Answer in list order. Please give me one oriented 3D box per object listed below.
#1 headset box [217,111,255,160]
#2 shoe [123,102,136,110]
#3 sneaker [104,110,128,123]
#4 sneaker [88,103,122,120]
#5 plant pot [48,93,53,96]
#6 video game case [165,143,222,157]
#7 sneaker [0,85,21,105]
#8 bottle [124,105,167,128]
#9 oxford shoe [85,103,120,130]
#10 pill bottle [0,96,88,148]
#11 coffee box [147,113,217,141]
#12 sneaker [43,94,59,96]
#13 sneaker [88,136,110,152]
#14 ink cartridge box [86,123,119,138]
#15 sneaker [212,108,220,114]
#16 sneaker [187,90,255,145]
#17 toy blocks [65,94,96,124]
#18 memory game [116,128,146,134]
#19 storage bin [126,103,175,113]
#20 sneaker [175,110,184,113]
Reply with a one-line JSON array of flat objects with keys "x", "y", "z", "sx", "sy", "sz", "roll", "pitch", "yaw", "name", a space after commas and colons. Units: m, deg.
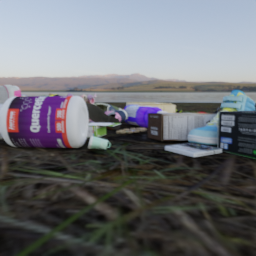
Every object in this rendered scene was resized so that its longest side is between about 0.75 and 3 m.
[{"x": 3.509, "y": 0.104, "z": 6.442, "sx": 2.127, "sy": 0.987, "sz": 1.852, "roll": -3, "pitch": 7, "yaw": -28, "name": "headset box"}, {"x": 0.163, "y": -1.368, "z": 19.436, "sx": 1.800, "sy": 0.819, "sz": 0.643, "roll": 0, "pitch": 7, "yaw": -2, "name": "shoe"}, {"x": -0.851, "y": -0.386, "z": 11.664, "sx": 1.733, "sy": 0.608, "sz": 0.711, "roll": -14, "pitch": 8, "yaw": 41, "name": "sneaker"}, {"x": -1.615, "y": -0.836, "z": 13.565, "sx": 2.789, "sy": 0.935, "sz": 1.252, "roll": 7, "pitch": -5, "yaw": 32, "name": "sneaker"}, {"x": -3.195, "y": -0.669, "z": 11.734, "sx": 0.675, "sy": 1.463, "sz": 1.463, "roll": 18, "pitch": 4, "yaw": -10, "name": "plant pot"}, {"x": 1.542, "y": 0.522, "z": 6.695, "sx": 0.909, "sy": 0.117, "sz": 1.000, "roll": -5, "pitch": 7, "yaw": -31, "name": "video game case"}, {"x": -4.403, "y": -0.500, "z": 8.129, "sx": 2.978, "sy": 1.211, "sz": 1.314, "roll": -17, "pitch": -11, "yaw": 22, "name": "sneaker"}, {"x": 0.744, "y": -0.449, "z": 11.422, "sx": 1.117, "sy": 0.873, "sz": 2.674, "roll": 6, "pitch": 4, "yaw": -25, "name": "bottle"}, {"x": -1.133, "y": -0.356, "z": 10.568, "sx": 1.712, "sy": 0.611, "sz": 0.610, "roll": 32, "pitch": -25, "yaw": -30, "name": "oxford shoe"}, {"x": -2.276, "y": -0.152, "z": 7.172, "sx": 2.347, "sy": 1.320, "sz": 1.320, "roll": 0, "pitch": 7, "yaw": 5, "name": "pill bottle"}, {"x": 1.671, "y": -0.055, "z": 8.374, "sx": 1.960, "sy": 0.781, "sz": 1.121, "roll": -1, "pitch": 3, "yaw": -17, "name": "coffee box"}, {"x": -3.480, "y": -0.492, "z": 9.867, "sx": 1.120, "sy": 1.025, "sz": 2.628, "roll": 4, "pitch": 20, "yaw": 32, "name": "sneaker"}, {"x": -0.716, "y": 0.416, "z": 6.951, "sx": 0.516, "sy": 0.322, "sz": 0.875, "roll": 14, "pitch": -3, "yaw": -7, "name": "sneaker"}, {"x": -0.858, "y": 0.073, "z": 9.056, "sx": 1.094, "sy": 0.414, "sz": 0.809, "roll": 2, "pitch": 6, "yaw": 17, "name": "ink cartridge box"}, {"x": 3.467, "y": -0.324, "z": 10.496, "sx": 1.247, "sy": 0.873, "sz": 0.485, "roll": -2, "pitch": 6, "yaw": -14, "name": "sneaker"}, {"x": 2.555, "y": -0.292, "z": 7.624, "sx": 2.231, "sy": 1.456, "sz": 0.887, "roll": -4, "pitch": 4, "yaw": -26, "name": "sneaker"}, {"x": -1.871, "y": -0.759, "z": 11.470, "sx": 1.193, "sy": 1.325, "sz": 1.418, "roll": 0, "pitch": -9, "yaw": 37, "name": "toy blocks"}, {"x": 0.110, "y": 0.095, "z": 9.955, "sx": 1.130, "sy": 0.072, "sz": 1.130, "roll": -5, "pitch": 4, "yaw": 0, "name": "memory game"}, {"x": 1.089, "y": -0.811, "z": 14.355, "sx": 2.023, "sy": 0.955, "sz": 2.038, "roll": -2, "pitch": 7, "yaw": -18, "name": "storage bin"}, {"x": 2.350, "y": -0.781, "z": 15.880, "sx": 1.697, "sy": 0.640, "sz": 0.648, "roll": 13, "pitch": 3, "yaw": 17, "name": "sneaker"}]
